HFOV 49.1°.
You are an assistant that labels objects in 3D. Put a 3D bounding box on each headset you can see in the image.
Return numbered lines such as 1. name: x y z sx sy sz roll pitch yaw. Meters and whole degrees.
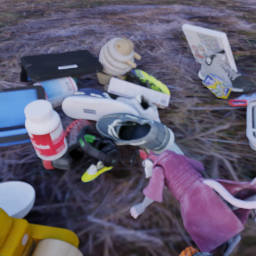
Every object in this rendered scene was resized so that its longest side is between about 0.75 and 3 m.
1. headset: -0.484 0.561 7.554 1.673 0.786 1.033 27 13 -25

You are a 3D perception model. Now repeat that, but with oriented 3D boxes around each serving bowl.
1. serving bowl: -2.713 1.733 6.182 1.293 0.425 1.293 0 23 0

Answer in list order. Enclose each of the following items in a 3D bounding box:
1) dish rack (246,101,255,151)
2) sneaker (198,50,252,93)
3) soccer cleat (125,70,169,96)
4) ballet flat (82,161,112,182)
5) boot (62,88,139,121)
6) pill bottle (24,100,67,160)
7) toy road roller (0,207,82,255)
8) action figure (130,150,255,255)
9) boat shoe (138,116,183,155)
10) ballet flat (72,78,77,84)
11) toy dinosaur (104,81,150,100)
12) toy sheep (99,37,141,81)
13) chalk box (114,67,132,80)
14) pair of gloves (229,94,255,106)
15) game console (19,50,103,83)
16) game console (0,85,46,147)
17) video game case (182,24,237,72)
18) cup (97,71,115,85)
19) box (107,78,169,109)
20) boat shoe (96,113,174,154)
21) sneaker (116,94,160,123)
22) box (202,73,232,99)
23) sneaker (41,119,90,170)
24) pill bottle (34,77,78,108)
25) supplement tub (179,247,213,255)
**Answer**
1. dish rack: 4.989 0.132 8.749 2.526 0.641 2.943 10 34 17
2. sneaker: 4.222 -2.561 12.184 0.981 1.510 2.615 -25 40 -34
3. soccer cleat: 0.928 -1.897 11.777 1.073 0.829 2.565 -22 38 -31
4. ballet flat: -0.834 1.095 7.508 0.979 0.328 0.327 -25 41 -33
5. boot: -0.817 -0.829 9.873 2.818 1.025 1.273 14 37 16
6. pill bottle: -2.017 0.064 6.850 0.803 1.430 0.803 -2 44 2
7. toy road roller: -2.101 2.060 4.482 2.466 1.800 1.515 6 40 9
8. action figure: 1.210 1.246 5.855 1.871 2.080 2.794 -31 57 -31
9. boat shoe: 0.801 0.375 8.245 0.823 0.753 2.201 -23 39 -31
10. ballet flat: -2.691 -1.946 12.311 0.366 0.366 1.054 21 30 29
11. toy dinosaur: 0.270 -1.296 10.932 2.609 0.619 1.150 26 70 33
12. toy sheep: -0.474 -2.879 11.762 1.587 2.302 1.587 15 58 -25
13. chalk box: -0.728 -2.982 13.218 1.813 1.124 1.131 0 32 0
14. pair of gloves: 5.035 -0.987 9.633 2.202 0.312 2.739 -15 13 -37
15. game console: -2.856 -2.216 11.763 2.907 1.692 2.556 -15 45 -27
16. game console: -3.898 -0.395 8.454 2.819 1.668 2.406 -9 8 -13
17. video game case: 3.897 -3.762 13.474 0.308 2.364 2.597 -44 42 -5
18. cup: -1.027 -2.293 12.525 0.859 0.614 0.859 11 37 -8
19. box: 0.397 -1.255 10.321 2.272 0.471 0.440 15 -12 -11
20. boat shoe: -0.070 -0.011 8.043 2.916 1.062 0.901 15 -10 45
21. sneaker: 0.337 -0.801 9.833 0.820 1.045 2.104 -27 41 -35
22. box: 3.704 -1.782 11.767 0.461 0.503 1.435 8 30 -20
23. sneaker: -1.515 0.475 8.093 1.046 0.757 2.141 11 36 18
24. pill bottle: -2.957 -1.257 10.561 1.911 1.039 1.039 -23 39 -33
25. supplement tub: 1.412 2.602 4.277 0.934 0.934 1.525 -27 39 -36
